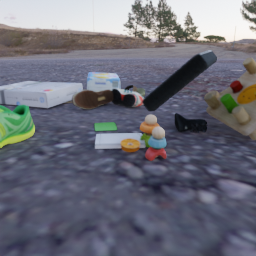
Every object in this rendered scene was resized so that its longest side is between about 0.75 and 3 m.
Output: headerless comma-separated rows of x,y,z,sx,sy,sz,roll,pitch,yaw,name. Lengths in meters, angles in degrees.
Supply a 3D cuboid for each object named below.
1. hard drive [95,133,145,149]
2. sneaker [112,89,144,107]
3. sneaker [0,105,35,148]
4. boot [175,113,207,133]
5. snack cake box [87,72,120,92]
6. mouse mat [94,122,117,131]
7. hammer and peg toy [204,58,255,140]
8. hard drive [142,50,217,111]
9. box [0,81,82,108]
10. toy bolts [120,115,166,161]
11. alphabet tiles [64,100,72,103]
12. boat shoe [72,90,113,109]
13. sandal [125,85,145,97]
-0.199,0.297,6.588,1.115,0.149,0.736,-1,17,-4,hard drive
0.008,-1.128,10.754,0.786,0.592,1.682,1,14,-37,sneaker
-3.007,0.001,6.154,0.851,0.960,2.298,7,19,18,sneaker
1.715,-0.151,7.735,0.767,0.346,0.936,-2,24,-1,boot
-1.169,-2.068,13.171,1.418,0.829,2.466,0,17,-6,snack cake box
-0.642,-0.035,7.909,0.627,0.029,0.779,-2,18,-7,mouse mat
3.142,-1.013,7.613,2.076,0.995,2.823,-43,22,6,hammer and peg toy
1.389,-1.248,7.051,1.655,0.390,2.371,-39,0,27,hard drive
-3.700,-1.430,11.380,2.965,0.610,2.312,5,19,24,box
0.372,0.175,5.838,0.931,0.676,0.975,-9,29,-25,toy bolts
-2.432,-1.202,11.721,1.666,0.063,1.393,-3,17,-9,alphabet tiles
-1.392,-1.042,10.352,0.691,0.690,1.868,-3,5,41,boat shoe
0.112,-1.575,12.135,0.721,0.518,1.816,14,21,38,sandal
